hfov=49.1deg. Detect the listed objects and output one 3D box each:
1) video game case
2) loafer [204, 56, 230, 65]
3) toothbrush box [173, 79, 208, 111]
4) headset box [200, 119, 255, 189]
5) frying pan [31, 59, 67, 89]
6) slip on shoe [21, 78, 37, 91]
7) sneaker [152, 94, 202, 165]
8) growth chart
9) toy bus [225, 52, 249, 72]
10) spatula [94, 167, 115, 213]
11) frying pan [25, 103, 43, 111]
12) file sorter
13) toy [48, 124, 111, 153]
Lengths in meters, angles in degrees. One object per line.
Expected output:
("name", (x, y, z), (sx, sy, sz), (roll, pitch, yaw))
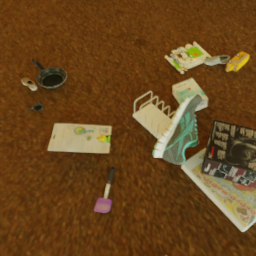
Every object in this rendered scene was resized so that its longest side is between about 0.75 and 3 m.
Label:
("video game case", (3.729, 1.647, 9.654), (2.583, 0.325, 2.838), (-30, 58, -21))
("loafer", (4.230, -3.269, 13.369), (1.213, 0.423, 0.424), (-8, 64, -5))
("toothbrush box", (2.581, -1.335, 11.752), (0.964, 0.562, 1.317), (-21, 54, -6))
("headset box", (3.886, 0.910, 9.431), (2.449, 0.946, 1.822), (15, 53, 11))
("frying pan", (-3.835, -2.378, 12.756), (2.231, 0.363, 1.350), (20, 54, 17))
("slip on shoe", (-4.446, -2.021, 12.516), (0.359, 0.286, 0.945), (-37, 61, -25))
("sneaker", (2.030, 0.102, 9.959), (1.273, 1.083, 2.792), (31, 81, 10))
("growth chart", (2.909, -3.484, 13.711), (2.241, 0.199, 1.622), (-28, 58, -22))
("toy bus", (5.146, -3.093, 13.263), (0.514, 0.427, 1.313), (37, 60, 24))
("spatula", (-0.691, 2.043, 9.444), (0.498, 0.181, 1.761), (10, 53, 6))
("frying pan", (-3.901, -0.807, 11.689), (0.726, 0.118, 0.439), (-22, 55, -14))
("file sorter", (1.039, -0.560, 10.986), (1.028, 0.922, 1.481), (-33, 59, -23))
("toy", (-1.740, 0.485, 10.439), (2.179, 0.514, 1.255), (0, 50, 3))
